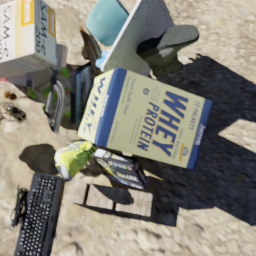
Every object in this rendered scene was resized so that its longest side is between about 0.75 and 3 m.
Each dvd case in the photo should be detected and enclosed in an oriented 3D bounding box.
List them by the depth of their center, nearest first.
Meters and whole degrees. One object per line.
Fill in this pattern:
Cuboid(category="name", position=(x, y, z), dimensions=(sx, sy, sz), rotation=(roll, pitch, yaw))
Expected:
Cuboid(category="dvd case", position=(-1.452, -1.235, 9.073), dimensions=(0.193, 2.200, 1.569), rotation=(7, 113, 6))

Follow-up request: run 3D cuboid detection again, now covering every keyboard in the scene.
Cuboid(category="keyboard", position=(-3.051, 2.771, 8.820), dimensions=(1.425, 0.543, 2.738), rotation=(6, 70, 2))

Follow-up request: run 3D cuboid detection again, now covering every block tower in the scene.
Cuboid(category="block tower", position=(-0.455, 2.267, 8.886), dimensions=(2.592, 0.749, 0.700), rotation=(9, 71, 2))

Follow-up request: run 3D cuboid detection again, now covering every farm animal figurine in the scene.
Cuboid(category="farm animal figurine", position=(-3.671, -0.431, 8.069), dimensions=(0.708, 1.137, 1.408), rotation=(13, 35, 37))

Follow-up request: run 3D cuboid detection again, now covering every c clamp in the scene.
Cuboid(category="c clamp", position=(-2.258, -0.849, 8.512), dimensions=(0.254, 1.876, 1.602), rotation=(-6, 35, -37))

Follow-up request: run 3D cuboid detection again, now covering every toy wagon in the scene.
Cuboid(category="toy wagon", position=(-2.324, -1.062, 9.521), dimensions=(1.574, 0.401, 2.028), rotation=(-28, 114, 19))

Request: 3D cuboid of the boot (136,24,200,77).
Cuboid(category="boot", position=(1.385, -2.287, 8.565), dimensions=(2.076, 1.356, 0.703), rotation=(-9, 59, 35))

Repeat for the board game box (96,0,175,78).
Cuboid(category="board game box", position=(0.370, -2.720, 9.075), dimensions=(0.374, 2.890, 2.890), rotation=(31, 94, 23))

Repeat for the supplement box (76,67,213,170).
Cuboid(category="supplement box", position=(0.285, -0.220, 7.922), dimensions=(2.764, 2.761, 1.855), rotation=(16, 88, -20))

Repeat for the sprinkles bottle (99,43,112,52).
Cuboid(category="sprinkles bottle", position=(-0.378, -2.535, 10.267), dimensions=(0.576, 0.576, 1.688), rotation=(-35, 85, -11))

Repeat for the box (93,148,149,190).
Cuboid(category="box", position=(-0.215, 1.221, 8.371), dimensions=(1.479, 1.192, 0.363), rotation=(10, 53, 34))

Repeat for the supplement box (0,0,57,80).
Cuboid(category="supplement box", position=(-3.625, -2.582, 8.427), dimensions=(2.879, 1.059, 1.815), rotation=(-8, 80, 21))

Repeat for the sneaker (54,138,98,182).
Cuboid(category="sneaker", position=(-1.507, 0.793, 8.509), dimensions=(0.890, 2.329, 0.878), rotation=(-22, 108, 13))

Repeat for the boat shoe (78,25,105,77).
Cuboid(category="boat shoe", position=(-1.202, -2.452, 9.062), dimensions=(0.668, 0.685, 1.810), rotation=(-29, 85, 4))

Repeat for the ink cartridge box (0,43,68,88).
Cuboid(category="ink cartridge box", position=(-3.419, -2.295, 9.977), dimensions=(2.251, 0.933, 1.652), rotation=(11, 98, -1))

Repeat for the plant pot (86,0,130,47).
Cuboid(category="plant pot", position=(-0.574, -3.352, 8.922), dimensions=(1.233, 1.537, 1.537), rotation=(-37, 73, 17))
